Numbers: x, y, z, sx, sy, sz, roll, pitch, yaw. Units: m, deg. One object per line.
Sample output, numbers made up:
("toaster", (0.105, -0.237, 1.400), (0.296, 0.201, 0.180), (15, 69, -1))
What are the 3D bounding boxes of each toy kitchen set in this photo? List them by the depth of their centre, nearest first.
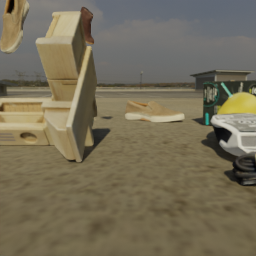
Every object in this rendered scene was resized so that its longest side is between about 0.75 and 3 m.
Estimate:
("toy kitchen set", (-1.776, -0.395, 4.938), (2.194, 2.432, 1.984), (0, 49, 3))

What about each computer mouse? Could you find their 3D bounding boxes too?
("computer mouse", (2.110, 0.289, 4.448), (1.543, 0.617, 2.814), (-4, 13, 3))

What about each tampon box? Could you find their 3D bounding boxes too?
("tampon box", (3.615, -0.797, 9.156), (1.953, 1.464, 1.233), (6, 9, 37))

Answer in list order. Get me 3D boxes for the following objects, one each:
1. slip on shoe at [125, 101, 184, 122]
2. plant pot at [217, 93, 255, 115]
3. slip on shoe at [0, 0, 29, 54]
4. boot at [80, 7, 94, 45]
("slip on shoe", (0.983, -0.674, 10.970), (2.499, 0.757, 0.950), (6, 9, 37))
("plant pot", (2.372, -0.108, 6.154), (0.791, 1.114, 1.114), (-28, 18, -22))
("slip on shoe", (-4.192, -3.774, 10.040), (0.878, 2.308, 0.699), (3, -19, 25))
("boot", (-1.092, -2.703, 7.437), (0.671, 0.807, 0.292), (-47, -6, 38))
